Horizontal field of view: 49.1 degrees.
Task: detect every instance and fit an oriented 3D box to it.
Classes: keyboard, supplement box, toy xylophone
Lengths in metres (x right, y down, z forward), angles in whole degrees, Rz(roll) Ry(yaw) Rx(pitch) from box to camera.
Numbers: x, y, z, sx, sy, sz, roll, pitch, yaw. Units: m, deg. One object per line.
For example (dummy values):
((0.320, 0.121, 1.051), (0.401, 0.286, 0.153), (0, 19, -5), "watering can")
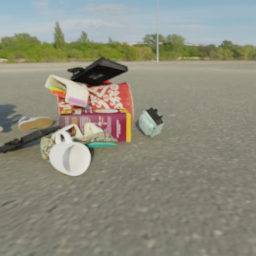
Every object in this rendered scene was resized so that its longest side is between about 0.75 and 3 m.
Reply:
((-3.112, 0.400, 8.435), (2.027, 0.260, 1.217), (-21, -2, 30), "keyboard")
((-1.306, -1.999, 10.003), (1.590, 0.340, 2.648), (6, -8, -32), "keyboard")
((-1.178, -0.095, 9.960), (2.393, 1.025, 1.320), (-2, 12, -8), "supplement box")
((-1.995, -1.309, 9.882), (1.578, 0.541, 2.155), (14, 12, -31), "toy xylophone")

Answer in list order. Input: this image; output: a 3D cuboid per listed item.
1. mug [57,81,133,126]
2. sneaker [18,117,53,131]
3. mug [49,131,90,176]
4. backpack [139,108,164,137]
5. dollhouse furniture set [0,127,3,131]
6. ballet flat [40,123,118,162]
((-1.419, -0.870, 11.643), (2.810, 1.875, 2.494), (-8, 17, -12), "mug")
((-3.895, -0.247, 11.680), (1.359, 0.476, 0.737), (-11, 21, -26), "sneaker")
((-1.650, 0.630, 7.413), (0.836, 1.132, 0.993), (-18, 15, -38), "mug")
((0.816, -0.141, 10.101), (0.717, 0.953, 0.846), (-28, 63, -16), "backpack")
((-5.195, -0.054, 9.765), (0.932, 1.230, 1.403), (11, 45, 37), "dollhouse furniture set")
((-1.462, 0.324, 8.626), (2.511, 0.946, 0.852), (-11, -6, -34), "ballet flat")
